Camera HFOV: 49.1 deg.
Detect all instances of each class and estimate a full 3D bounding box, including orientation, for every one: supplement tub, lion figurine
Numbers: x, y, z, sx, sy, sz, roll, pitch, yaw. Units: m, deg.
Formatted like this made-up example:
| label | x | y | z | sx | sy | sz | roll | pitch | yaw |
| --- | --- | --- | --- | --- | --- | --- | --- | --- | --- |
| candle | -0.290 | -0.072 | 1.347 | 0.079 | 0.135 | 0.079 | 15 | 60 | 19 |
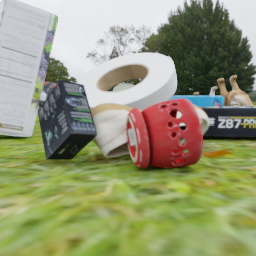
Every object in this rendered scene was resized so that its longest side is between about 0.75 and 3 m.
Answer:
| label | x | y | z | sx | sy | sz | roll | pitch | yaw |
| --- | --- | --- | --- | --- | --- | --- | --- | --- | --- |
| supplement tub | -2.149 | -0.947 | 9.857 | 2.000 | 1.070 | 1.070 | 15 | 11 | 22 |
| lion figurine | 3.404 | -0.812 | 10.173 | 0.996 | 1.683 | 2.748 | -12 | -7 | -14 |

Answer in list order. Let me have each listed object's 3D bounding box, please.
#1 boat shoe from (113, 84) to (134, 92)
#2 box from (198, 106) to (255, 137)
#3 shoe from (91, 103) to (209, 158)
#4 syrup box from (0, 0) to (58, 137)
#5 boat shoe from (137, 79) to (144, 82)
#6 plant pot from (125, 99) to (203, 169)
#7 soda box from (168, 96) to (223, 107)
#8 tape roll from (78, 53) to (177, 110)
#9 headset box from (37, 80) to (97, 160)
| label | x | y | z | sx | sy | sz | roll | pitch | yaw |
| --- | --- | --- | --- | --- | --- | --- | --- | --- | --- |
| boat shoe | 0.210 | -0.370 | 6.040 | 0.644 | 0.571 | 1.723 | -31 | 46 | -17 |
| box | 2.576 | -0.176 | 6.349 | 2.668 | 0.655 | 2.151 | 0 | 3 | 10 |
| shoe | 0.468 | 0.084 | 4.290 | 2.388 | 0.835 | 0.637 | -1 | 45 | -37 |
| syrup box | -2.346 | -1.181 | 5.795 | 1.037 | 2.547 | 1.003 | 10 | 6 | -34 |
| boat shoe | 0.748 | -1.702 | 10.140 | 1.955 | 0.590 | 0.739 | 39 | 16 | -35 |
| plant pot | 0.374 | 0.097 | 3.235 | 0.718 | 0.788 | 0.788 | -10 | 8 | -11 |
| soda box | 1.926 | -0.668 | 9.947 | 2.669 | 0.905 | 0.856 | 5 | 8 | 42 |
| tape roll | -0.061 | -0.935 | 5.998 | 2.222 | 0.406 | 2.222 | -12 | 36 | 9 |
| headset box | -0.779 | -0.054 | 3.507 | 0.370 | 0.798 | 0.695 | 5 | -35 | -41 |
